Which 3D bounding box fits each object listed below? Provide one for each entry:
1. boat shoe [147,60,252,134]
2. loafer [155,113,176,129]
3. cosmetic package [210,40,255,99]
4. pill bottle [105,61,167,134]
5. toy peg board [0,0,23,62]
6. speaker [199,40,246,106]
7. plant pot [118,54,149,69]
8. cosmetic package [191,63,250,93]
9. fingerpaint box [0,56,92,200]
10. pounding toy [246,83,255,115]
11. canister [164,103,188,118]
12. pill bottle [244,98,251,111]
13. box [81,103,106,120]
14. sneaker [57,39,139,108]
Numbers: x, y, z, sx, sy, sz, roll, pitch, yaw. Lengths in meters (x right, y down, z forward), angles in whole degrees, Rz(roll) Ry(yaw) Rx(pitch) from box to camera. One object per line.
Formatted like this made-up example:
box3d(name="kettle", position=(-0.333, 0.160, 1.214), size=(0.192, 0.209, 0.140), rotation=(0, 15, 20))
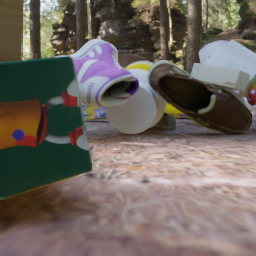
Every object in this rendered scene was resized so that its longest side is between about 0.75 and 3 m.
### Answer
box3d(name="boat shoe", position=(1.684, -0.515, 6.332), size=(2.796, 1.032, 1.034), rotation=(24, 19, -11))
box3d(name="loafer", position=(1.131, -0.243, 8.389), size=(0.490, 0.454, 1.303), rotation=(-1, 6, -13))
box3d(name="cosmetic package", position=(2.810, -1.505, 7.390), size=(1.090, 1.094, 0.672), rotation=(43, 5, 22))
box3d(name="pill bottle", position=(0.277, -0.896, 7.763), size=(1.623, 1.623, 2.886), rotation=(1, 19, 10))
box3d(name="toy peg board", position=(-3.093, -1.060, 4.305), size=(2.646, 2.635, 1.294), rotation=(-3, 40, -25))
box3d(name="speaker", position=(2.780, -1.255, 8.235), size=(0.979, 2.411, 0.979), rotation=(-8, -14, -2))
box3d(name="plant pot", position=(0.056, -1.692, 11.033), size=(1.621, 1.734, 1.621), rotation=(17, -29, 10))
box3d(name="cosmetic package", position=(2.140, -1.186, 6.583), size=(0.626, 0.423, 1.189), rotation=(5, 13, -45))
box3d(name="fingerpaint box", position=(-1.775, 0.006, 2.410), size=(2.021, 0.888, 2.422), rotation=(-14, 12, -30))
box3d(name="pounding toy", position=(3.439, -0.945, 6.831), size=(0.940, 2.025, 1.563), rotation=(23, -6, 7))
box3d(name="canister", position=(2.922, -0.926, 12.305), size=(1.831, 1.067, 2.466), rotation=(-4, 8, -33))
box3d(name="pill bottle", position=(3.853, -0.800, 10.723), size=(1.821, 1.037, 1.037), rotation=(0, 5, -39))
box3d(name="box", position=(-1.007, -0.739, 10.400), size=(1.848, 0.647, 0.594), rotation=(-7, 17, 32))
box3d(name="sneaker", position=(-0.448, -1.160, 6.317), size=(1.679, 1.068, 2.946), rotation=(16, 32, 12))
